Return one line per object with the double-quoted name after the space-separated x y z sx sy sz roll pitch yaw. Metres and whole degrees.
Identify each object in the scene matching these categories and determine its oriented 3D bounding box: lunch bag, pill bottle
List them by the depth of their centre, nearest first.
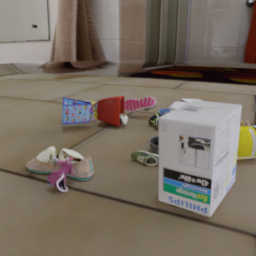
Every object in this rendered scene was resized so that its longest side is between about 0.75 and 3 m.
3.492 0.533 9.648 2.036 1.145 1.145 -3 18 -8 "pill bottle"
-2.289 -0.719 12.756 1.408 1.060 0.662 3 36 -13 "lunch bag"

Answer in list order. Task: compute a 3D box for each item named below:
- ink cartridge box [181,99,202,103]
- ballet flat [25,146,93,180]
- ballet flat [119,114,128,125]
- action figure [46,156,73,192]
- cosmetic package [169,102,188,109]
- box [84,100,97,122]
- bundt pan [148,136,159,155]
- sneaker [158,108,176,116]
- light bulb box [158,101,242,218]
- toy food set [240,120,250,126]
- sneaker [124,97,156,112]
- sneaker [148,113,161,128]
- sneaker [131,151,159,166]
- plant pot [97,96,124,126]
4.125 -1.515 17.321 1.398 0.331 1.119 0 17 -18 "ink cartridge box"
-2.160 1.009 8.755 2.393 0.805 0.814 5 18 16 "ballet flat"
-0.227 -0.464 13.364 0.419 0.419 1.168 -4 16 -13 "ballet flat"
-1.839 1.195 7.821 0.679 1.013 0.754 37 -19 -22 "action figure"
3.063 -1.066 15.655 1.257 0.431 1.667 9 20 20 "cosmetic package"
-2.069 -0.876 14.316 0.940 0.905 0.573 16 24 38 "box"
1.370 0.693 10.257 1.253 0.470 1.253 -1 18 0 "bundt pan"
1.975 -0.740 13.018 1.312 0.506 0.497 14 49 39 "sneaker"
1.935 0.651 7.426 1.437 2.303 2.283 11 21 33 "light bulb box"
4.164 0.015 11.751 2.057 0.324 1.307 -4 53 3 "toy food set"
0.644 -1.178 14.709 1.930 0.712 0.844 -8 -11 26 "sneaker"
1.303 -0.244 13.312 0.643 0.557 1.552 -22 14 12 "sneaker"
0.568 1.029 9.385 1.068 0.358 0.480 8 15 14 "sneaker"
-0.846 -0.859 13.363 1.136 1.288 1.289 5 13 8 "plant pot"
